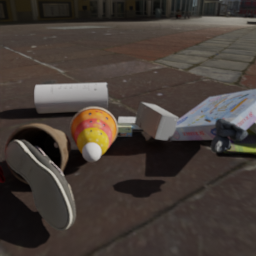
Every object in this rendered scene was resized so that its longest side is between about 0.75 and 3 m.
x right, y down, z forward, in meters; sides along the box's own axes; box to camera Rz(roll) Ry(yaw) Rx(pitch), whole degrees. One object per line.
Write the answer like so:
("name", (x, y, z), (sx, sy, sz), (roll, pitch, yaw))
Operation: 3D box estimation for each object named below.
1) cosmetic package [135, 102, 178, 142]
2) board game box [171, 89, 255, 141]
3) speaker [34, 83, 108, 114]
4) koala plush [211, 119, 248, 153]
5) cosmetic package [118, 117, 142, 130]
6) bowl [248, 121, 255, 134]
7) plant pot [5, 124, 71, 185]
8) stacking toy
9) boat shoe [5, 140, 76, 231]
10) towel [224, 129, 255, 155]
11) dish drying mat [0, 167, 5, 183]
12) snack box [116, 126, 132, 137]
("cosmetic package", (0.875, -0.224, 9.060), (0.702, 0.832, 1.557), (9, 13, -24))
("board game box", (2.926, -0.418, 8.890), (2.526, 0.520, 2.520), (-32, 15, -29))
("speaker", (-2.271, -1.224, 11.409), (2.889, 1.173, 1.173), (-3, 26, -6))
("koala plush", (2.296, 0.262, 6.788), (0.737, 0.802, 0.711), (34, 1, 6))
("cosmetic package", (0.214, -0.161, 10.241), (1.158, 0.293, 0.478), (2, 26, 3))
("bowl", (4.499, -0.159, 9.169), (1.380, 0.515, 1.378), (-27, 55, -33))
("plant pot", (-2.202, 0.592, 7.553), (1.590, 1.590, 1.387), (5, 10, 11))
("stacking toy", (-0.942, 0.363, 7.754), (1.439, 1.439, 1.969), (-3, 23, -6))
("boat shoe", (-1.809, 1.135, 6.273), (2.673, 0.894, 0.762), (40, 16, 32))
("towel", (3.743, 0.344, 9.303), (1.463, 0.232, 2.037), (3, 27, 5))
("dish drying mat", (-3.999, 0.802, 7.027), (2.042, 0.784, 0.186), (15, 45, 19))
("snack box", (-0.317, 0.110, 9.826), (0.903, 0.168, 0.525), (1, 28, 3))
